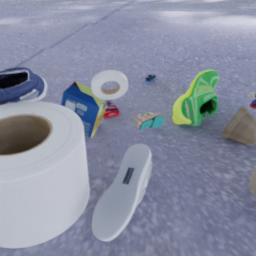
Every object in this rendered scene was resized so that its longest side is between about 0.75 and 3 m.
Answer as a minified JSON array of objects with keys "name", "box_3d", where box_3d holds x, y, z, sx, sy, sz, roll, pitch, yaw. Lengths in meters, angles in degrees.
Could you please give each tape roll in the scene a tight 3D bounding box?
[{"name":"tape roll","box_3d":[-0.521,-1.189,7.918,1.057,1.057,0.193,-6,55,-8]},{"name":"tape roll","box_3d":[-2.326,0.890,6.286,2.821,1.937,2.821,1,35,0]}]

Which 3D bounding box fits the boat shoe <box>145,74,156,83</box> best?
[{"name":"boat shoe","box_3d":[0.999,-2.214,12.219,0.336,0.274,0.799,-21,14,30]}]

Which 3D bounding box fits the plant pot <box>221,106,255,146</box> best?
[{"name":"plant pot","box_3d":[3.535,0.040,8.495,0.945,1.089,1.089,39,47,20]}]

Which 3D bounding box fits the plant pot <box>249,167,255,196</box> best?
[{"name":"plant pot","box_3d":[3.506,1.277,6.123,1.550,1.550,1.345,-29,37,-35]}]

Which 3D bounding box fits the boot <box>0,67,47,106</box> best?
[{"name":"boot","box_3d":[-3.445,-0.955,7.038,2.574,0.936,1.163,-16,-8,0]}]

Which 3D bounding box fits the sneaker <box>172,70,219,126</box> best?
[{"name":"sneaker","box_3d":[2.630,-0.979,9.905,1.253,1.111,2.999,22,50,24]}]

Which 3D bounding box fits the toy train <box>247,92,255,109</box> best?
[{"name":"toy train","box_3d":[4.380,-0.811,8.833,0.909,0.665,1.570,30,23,32]}]

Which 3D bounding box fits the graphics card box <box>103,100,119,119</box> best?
[{"name":"graphics card box","box_3d":[-0.736,-0.692,10.135,0.576,0.234,0.918,-14,35,-17]}]

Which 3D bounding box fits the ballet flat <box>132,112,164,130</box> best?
[{"name":"ballet flat","box_3d":[0.623,-0.272,8.779,0.508,0.514,1.510,38,21,24]}]

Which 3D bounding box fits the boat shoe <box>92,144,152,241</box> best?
[{"name":"boat shoe","box_3d":[-0.034,1.495,6.423,0.845,0.772,2.348,5,54,26]}]

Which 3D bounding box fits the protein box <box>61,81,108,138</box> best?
[{"name":"protein box","box_3d":[-1.417,-0.567,8.806,1.217,1.226,0.827,24,38,3]}]
